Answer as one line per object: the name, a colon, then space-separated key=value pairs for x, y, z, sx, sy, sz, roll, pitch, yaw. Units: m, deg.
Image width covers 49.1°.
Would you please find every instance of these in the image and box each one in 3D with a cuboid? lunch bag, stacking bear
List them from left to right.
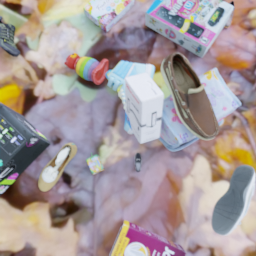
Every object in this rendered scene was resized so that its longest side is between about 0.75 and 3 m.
stacking bear: x=-1.770 y=-2.486 z=11.330 sx=1.683 sy=0.957 sz=1.022 roll=27 pitch=61 yaw=15
lunch bag: x=2.144 y=-0.445 z=9.878 sx=2.450 sy=2.889 sz=1.837 roll=-32 pitch=85 yaw=-7

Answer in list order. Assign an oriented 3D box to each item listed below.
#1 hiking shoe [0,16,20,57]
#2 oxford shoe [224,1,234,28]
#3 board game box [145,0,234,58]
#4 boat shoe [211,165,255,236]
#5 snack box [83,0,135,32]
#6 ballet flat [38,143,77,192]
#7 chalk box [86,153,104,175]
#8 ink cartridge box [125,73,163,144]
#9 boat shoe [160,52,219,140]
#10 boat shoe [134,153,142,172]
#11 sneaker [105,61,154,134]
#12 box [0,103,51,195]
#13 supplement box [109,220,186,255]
hiking shoe: x=-5.064 y=-3.850 z=11.663 sx=1.003 sy=0.754 sz=1.992 roll=-43 pitch=81 yaw=-5
oxford shoe: x=4.320 y=-4.883 z=12.035 sx=0.424 sy=0.433 sz=1.188 roll=10 pitch=80 yaw=2
board game box: x=2.476 y=-4.633 z=11.653 sx=2.900 sy=0.932 sz=2.139 roll=33 pitch=81 yaw=11
boat shoe: x=3.288 y=2.248 z=8.500 sx=0.748 sy=0.859 sz=2.331 roll=51 pitch=60 yaw=-35
snack box: x=-0.807 y=-5.254 z=12.080 sx=1.328 sy=0.495 sz=1.868 roll=41 pitch=81 yaw=8
ballet flat: x=-2.767 y=1.438 z=10.635 sx=0.740 sy=0.680 sz=2.157 roll=32 pitch=81 yaw=6
chalk box: x=-1.304 y=1.332 z=10.756 sx=0.487 sy=0.490 sz=0.787 roll=-26 pitch=79 yaw=-5
ink cartridge box: x=0.425 y=-0.575 z=8.238 sx=0.704 sy=1.669 sz=1.219 roll=-17 pitch=46 yaw=-15
boat shoe: x=1.766 y=-0.881 z=7.902 sx=1.004 sy=1.005 sz=2.717 roll=-31 pitch=87 yaw=-9
boat shoe: x=0.386 y=1.337 z=10.881 sx=0.286 sy=0.234 sz=0.775 roll=3 pitch=79 yaw=1
sneaker: x=-0.167 y=-1.256 z=10.792 sx=1.811 sy=1.103 sz=2.774 roll=15 pitch=86 yaw=-2
box: x=-4.577 y=0.869 z=10.018 sx=1.751 sy=2.092 sz=2.817 roll=41 pitch=81 yaw=8
supplement box: x=0.595 y=4.448 z=9.757 sx=2.329 sy=1.202 sz=1.525 roll=22 pitch=79 yaw=4
